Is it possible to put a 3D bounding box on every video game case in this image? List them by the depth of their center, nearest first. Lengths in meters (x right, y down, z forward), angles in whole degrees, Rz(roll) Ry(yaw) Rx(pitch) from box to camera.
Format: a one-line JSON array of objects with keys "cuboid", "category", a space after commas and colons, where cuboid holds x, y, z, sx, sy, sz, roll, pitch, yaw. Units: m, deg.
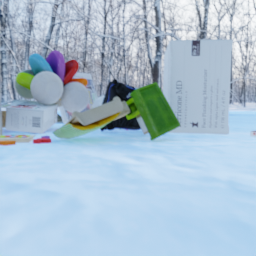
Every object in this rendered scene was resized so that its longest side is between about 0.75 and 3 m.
[{"cuboid": [-2.735, -1.696, 15.285, 0.338, 2.937, 2.676, -26, -14, 40], "category": "video game case"}]

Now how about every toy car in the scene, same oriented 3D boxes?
[{"cuboid": [-2.821, -1.876, 10.855, 2.821, 2.115, 2.469, 16, 0, -42], "category": "toy car"}]

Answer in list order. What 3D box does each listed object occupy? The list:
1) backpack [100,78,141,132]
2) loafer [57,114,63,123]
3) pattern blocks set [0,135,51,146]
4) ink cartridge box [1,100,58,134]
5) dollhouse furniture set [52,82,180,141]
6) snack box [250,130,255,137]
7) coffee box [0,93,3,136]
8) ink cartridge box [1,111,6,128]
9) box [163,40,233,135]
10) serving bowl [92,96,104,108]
[{"cuboid": [-0.078, -0.718, 10.192, 1.793, 1.883, 1.450, 15, 14, -16], "category": "backpack"}, {"cuboid": [-3.793, -0.499, 14.880, 1.340, 0.467, 0.504, 4, 6, 39], "category": "loafer"}, {"cuboid": [-2.970, 0.281, 7.298, 1.808, 0.147, 1.590, -2, 5, -19], "category": "pattern blocks set"}, {"cuboid": [-3.577, -0.462, 10.014, 1.679, 0.802, 1.912, 6, 12, 0], "category": "ink cartridge box"}, {"cuboid": [-0.332, 0.044, 7.552, 2.749, 1.379, 1.801, -24, -4, -33], "category": "dollhouse furniture set"}, {"cuboid": [4.308, 0.209, 7.886, 0.551, 0.186, 1.531, -4, 6, -42], "category": "snack box"}, {"cuboid": [-4.981, -0.530, 8.484, 2.759, 1.560, 1.101, 5, 7, 40], "category": "coffee box"}, {"cuboid": [-5.724, -0.349, 11.382, 1.599, 0.729, 1.942, -1, 5, -3], "category": "ink cartridge box"}, {"cuboid": [2.235, -1.315, 9.784, 1.905, 2.899, 2.914, 0, 5, 4], "category": "box"}, {"cuboid": [-0.721, -1.103, 14.447, 2.186, 0.719, 2.186, 14, 31, -9], "category": "serving bowl"}]
